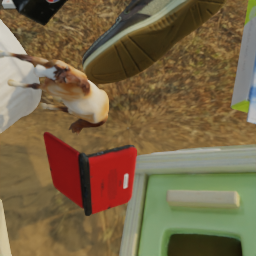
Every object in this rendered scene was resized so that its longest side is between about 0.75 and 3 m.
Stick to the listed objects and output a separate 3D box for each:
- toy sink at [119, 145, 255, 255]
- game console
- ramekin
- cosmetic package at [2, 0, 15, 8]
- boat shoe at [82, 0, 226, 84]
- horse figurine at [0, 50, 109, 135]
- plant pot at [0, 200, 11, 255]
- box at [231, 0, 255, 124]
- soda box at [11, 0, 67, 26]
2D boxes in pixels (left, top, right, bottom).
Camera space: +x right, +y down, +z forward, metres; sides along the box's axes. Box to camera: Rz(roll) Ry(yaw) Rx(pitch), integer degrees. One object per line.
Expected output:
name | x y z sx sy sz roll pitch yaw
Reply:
toy sink | 1.060 1.196 3.553 1.832 1.574 2.810 -5 56 28
game console | -0.374 0.419 2.836 0.763 0.886 0.526 -14 46 -18
ramekin | -3.081 -0.930 4.664 2.968 2.968 1.382 24 58 13
cosmetic package | -4.112 -4.692 10.147 0.643 0.220 0.853 0 60 3
boat shoe | 0.315 -1.560 4.204 2.421 0.886 0.785 -32 62 4
horse figurine | -0.861 -0.455 4.048 1.474 2.224 0.555 11 72 22
plant pot | -1.296 1.071 2.186 0.782 0.693 0.783 -10 91 -33
box | 2.618 -1.087 4.517 1.526 0.597 2.503 14 81 -6
soda box | -1.630 -3.792 6.621 2.695 0.954 0.853 -40 73 18
